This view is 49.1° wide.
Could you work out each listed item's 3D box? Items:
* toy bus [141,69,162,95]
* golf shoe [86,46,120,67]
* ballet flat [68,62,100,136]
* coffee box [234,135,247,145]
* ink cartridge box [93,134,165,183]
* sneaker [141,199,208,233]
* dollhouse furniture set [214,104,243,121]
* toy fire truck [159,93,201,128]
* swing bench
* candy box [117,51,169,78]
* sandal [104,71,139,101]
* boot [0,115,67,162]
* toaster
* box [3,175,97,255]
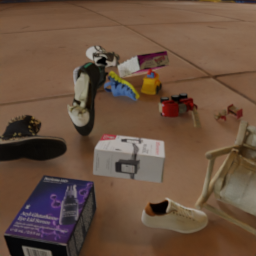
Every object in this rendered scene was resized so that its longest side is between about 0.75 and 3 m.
[{"bbox_3d":[1.173,-2.337,13.722,0.821,1.162,1.210,12,32,21],"label":"toy bus"},{"bbox_3d":[-1.810,-4.354,17.174,2.646,1.029,1.250,21,37,32],"label":"golf shoe"},{"bbox_3d":[-1.633,-0.901,9.731,0.943,2.774,0.949,17,22,18],"label":"ballet flat"},{"bbox_3d":[4.165,0.680,9.483,0.556,0.388,0.972,-19,36,-29],"label":"coffee box"},{"bbox_3d":[0.073,0.694,6.675,1.585,0.661,1.151,6,17,4],"label":"ink cartridge box"},{"bbox_3d":[1.197,2.098,6.786,1.659,0.702,0.604,4,33,-8],"label":"sneaker"},{"bbox_3d":[4.131,-0.510,11.539,1.038,0.422,0.559,-29,39,-12],"label":"dollhouse furniture set"},{"bbox_3d":[2.191,-0.656,11.322,1.411,1.031,1.603,-12,23,-20],"label":"toy fire truck"},{"bbox_3d":[3.635,1.349,7.183,2.695,1.758,2.710,23,33,34],"label":"swing bench"},{"bbox_3d":[0.729,-3.267,14.623,1.732,0.775,2.541,-14,7,-22],"label":"candy box"},{"bbox_3d":[-0.367,-1.827,13.385,0.948,0.865,2.177,-48,54,-6],"label":"sandal"},{"bbox_3d":[-3.302,0.294,9.685,2.491,0.912,1.876,-7,32,-1],"label":"boot"},{"bbox_3d":[-1.927,-2.646,14.278,1.262,1.110,1.954,7,31,16],"label":"toaster"},{"bbox_3d":[-1.666,2.128,6.521,1.405,0.990,1.898,4,32,9],"label":"box"}]
